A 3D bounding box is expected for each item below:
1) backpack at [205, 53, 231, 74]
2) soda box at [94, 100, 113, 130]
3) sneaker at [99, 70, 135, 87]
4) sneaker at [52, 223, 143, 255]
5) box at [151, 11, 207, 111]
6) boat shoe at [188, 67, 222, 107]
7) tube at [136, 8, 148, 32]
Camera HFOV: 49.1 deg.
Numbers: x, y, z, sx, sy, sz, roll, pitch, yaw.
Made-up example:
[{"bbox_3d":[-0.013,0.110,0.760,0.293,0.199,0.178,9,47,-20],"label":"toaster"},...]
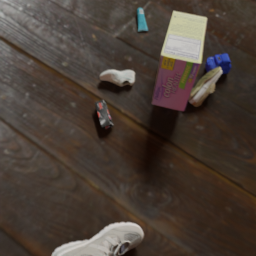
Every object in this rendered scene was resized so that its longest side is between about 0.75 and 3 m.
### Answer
[{"bbox_3d":[3.775,-2.713,11.848,0.945,0.793,0.768,-11,61,-1],"label":"backpack"},{"bbox_3d":[-0.969,-0.524,11.141,0.402,0.360,1.136,-23,68,9],"label":"soda box"},{"bbox_3d":[-0.458,-2.065,11.723,1.500,0.527,0.601,-2,71,-1],"label":"sneaker"},{"bbox_3d":[-0.763,3.935,8.567,2.949,1.102,1.209,-16,26,-22],"label":"sneaker"},{"bbox_3d":[1.908,-2.496,10.548,1.319,2.399,2.727,14,53,6],"label":"box"},{"bbox_3d":[3.177,-1.659,11.427,1.860,0.695,0.636,-45,102,2],"label":"boat shoe"},{"bbox_3d":[0.615,-5.011,13.047,0.450,0.293,1.161,-8,73,5],"label":"tube"}]
